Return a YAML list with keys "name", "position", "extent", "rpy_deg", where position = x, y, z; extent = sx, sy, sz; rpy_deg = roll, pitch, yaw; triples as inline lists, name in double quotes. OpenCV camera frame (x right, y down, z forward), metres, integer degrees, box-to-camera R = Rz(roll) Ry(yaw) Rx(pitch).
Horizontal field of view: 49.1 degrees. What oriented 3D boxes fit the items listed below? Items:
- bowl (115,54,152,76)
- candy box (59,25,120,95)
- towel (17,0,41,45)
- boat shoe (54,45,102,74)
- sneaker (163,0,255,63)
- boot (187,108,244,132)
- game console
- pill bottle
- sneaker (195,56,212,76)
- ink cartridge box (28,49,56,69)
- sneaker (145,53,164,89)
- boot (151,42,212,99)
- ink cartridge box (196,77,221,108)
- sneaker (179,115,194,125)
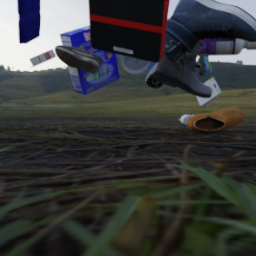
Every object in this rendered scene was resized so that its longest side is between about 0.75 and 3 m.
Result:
- name: "bowl"
  position: [0.282, -3.137, 11.784]
  extent: [2.730, 1.227, 2.730]
  rpy_deg: [-5, -40, -4]
- name: "candy box"
  position: [-1.406, -2.692, 10.748]
  extent: [0.873, 2.265, 1.915]
  rpy_deg: [21, 40, 40]
- name: "towel"
  position: [-2.778, -3.064, 7.763]
  extent: [0.323, 1.304, 0.963]
  rpy_deg: [20, 38, 7]
- name: "boat shoe"
  position: [-1.668, -2.405, 9.534]
  extent: [1.729, 0.634, 0.644]
  rpy_deg: [25, -36, 7]
- name: "sneaker"
  position: [2.163, -2.582, 8.079]
  extent: [2.831, 2.046, 1.076]
  rpy_deg: [41, 8, 34]
- name: "boot"
  position: [3.721, -0.258, 11.455]
  extent: [2.566, 0.945, 1.985]
  rpy_deg: [-12, 1, 5]
- name: "game console"
  position: [-0.061, -2.975, 7.681]
  extent: [2.326, 2.057, 0.361]
  rpy_deg: [18, 42, 20]
- name: "pill bottle"
  position: [3.916, -3.670, 11.420]
  extent: [2.518, 1.403, 1.403]
  rpy_deg: [3, 4, 17]
- name: "sneaker"
  position: [3.472, -3.192, 13.293]
  extent: [0.700, 1.689, 0.599]
  rpy_deg: [-24, -36, 35]
- name: "ink cartridge box"
  position: [-3.056, -2.405, 9.766]
  extent: [0.949, 0.320, 0.553]
  rpy_deg: [-20, 20, 11]
- name: "sneaker"
  position: [1.412, -2.682, 10.895]
  extent: [0.950, 1.079, 2.420]
  rpy_deg: [21, -45, -22]
- name: "boot"
  position: [2.309, -2.197, 10.115]
  extent: [2.757, 1.815, 0.962]
  rpy_deg: [13, 16, -32]
- name: "ink cartridge box"
  position: [3.936, -1.748, 13.795]
  extent: [1.207, 1.185, 0.261]
  rpy_deg: [-34, -47, 26]
- name: "sneaker"
  position: [4.171, -0.551, 17.763]
  extent: [1.872, 0.703, 1.076]
  rpy_deg: [-4, 7, -12]
